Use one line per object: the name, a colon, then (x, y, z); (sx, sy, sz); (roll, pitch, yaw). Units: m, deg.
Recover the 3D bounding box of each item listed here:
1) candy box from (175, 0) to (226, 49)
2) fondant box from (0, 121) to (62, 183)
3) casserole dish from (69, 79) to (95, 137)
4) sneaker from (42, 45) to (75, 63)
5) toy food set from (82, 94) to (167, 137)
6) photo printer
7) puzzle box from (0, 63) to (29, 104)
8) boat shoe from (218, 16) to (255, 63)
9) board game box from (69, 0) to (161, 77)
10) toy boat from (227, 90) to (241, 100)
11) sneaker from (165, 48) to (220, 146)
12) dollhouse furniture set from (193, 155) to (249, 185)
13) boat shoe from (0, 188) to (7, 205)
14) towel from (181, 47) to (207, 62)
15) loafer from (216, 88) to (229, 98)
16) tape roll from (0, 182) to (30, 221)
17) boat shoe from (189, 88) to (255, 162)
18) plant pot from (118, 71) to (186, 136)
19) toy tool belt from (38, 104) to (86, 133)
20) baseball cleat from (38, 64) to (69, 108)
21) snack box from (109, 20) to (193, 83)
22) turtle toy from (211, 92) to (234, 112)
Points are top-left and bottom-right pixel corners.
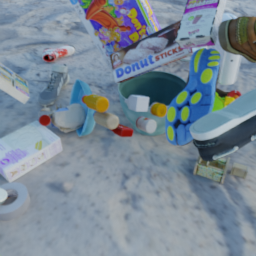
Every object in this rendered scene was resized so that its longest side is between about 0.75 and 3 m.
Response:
candy box: (1.643, -2.414, 6.296); (0.836, 0.374, 1.226); (6, 71, 39)
fondant box: (-3.048, 0.624, 8.202); (1.292, 0.522, 1.791); (30, 49, 32)
casserole dish: (-1.473, -0.676, 9.266); (0.433, 1.351, 2.231); (4, 35, -28)
sneaker: (-3.292, -3.474, 13.268); (1.559, 0.521, 0.835); (-6, 40, -2)
toy food set: (-0.070, -0.224, 4.440); (1.298, 0.620, 0.584); (-2, 15, -33)
photo printer: (3.211, -2.696, 9.319); (0.701, 2.019, 1.680); (-4, 35, -2)
puzzle box: (-3.878, -1.640, 8.152); (0.272, 2.141, 1.425); (-46, 36, 9)
boat shoe: (2.905, -1.869, 5.968); (2.413, 0.868, 0.820); (-13, 11, -41)
board game box: (-0.223, -3.210, 8.653); (2.014, 2.996, 0.671); (-14, 31, 31)
toy boat: (3.812, -0.999, 10.013); (0.520, 0.521, 0.797); (9, 69, 8)
sneaker: (1.548, -0.632, 6.219); (0.880, 1.028, 2.481); (12, 62, 26)
dollhouse furniture set: (2.515, 0.867, 7.380); (1.331, 1.177, 0.740); (16, 42, 20)
boat shoe: (-3.745, 1.833, 6.192); (2.013, 0.622, 0.733); (-10, 33, -41)
towel: (2.879, -3.789, 13.705); (1.842, 0.443, 1.576); (12, 41, 14)
loafer: (3.276, -1.262, 10.521); (1.464, 0.522, 0.534); (3, 39, 3)
tape roll: (-2.934, 1.803, 6.915); (0.942, 0.311, 0.942); (-1, 39, 1)
boat shoe: (2.076, -0.142, 4.798); (2.154, 0.650, 0.815); (-24, 23, -3)
plant pot: (0.776, -0.692, 9.060); (2.207, 1.478, 2.207); (0, 39, 0)
toy tool belt: (-2.156, -0.314, 9.079); (1.513, 0.945, 0.930); (-11, 5, -22)
baseball cleat: (-2.872, -1.751, 10.651); (0.733, 1.119, 2.103); (9, 41, 6)
snack box: (0.542, -2.021, 7.727); (2.471, 0.888, 0.300); (-14, -3, 38)
turtle toy: (2.681, -0.555, 9.246); (1.481, 1.027, 2.033); (11, 40, 13)
